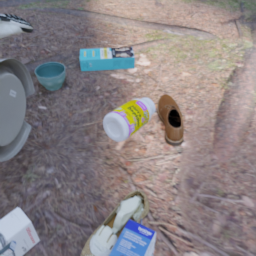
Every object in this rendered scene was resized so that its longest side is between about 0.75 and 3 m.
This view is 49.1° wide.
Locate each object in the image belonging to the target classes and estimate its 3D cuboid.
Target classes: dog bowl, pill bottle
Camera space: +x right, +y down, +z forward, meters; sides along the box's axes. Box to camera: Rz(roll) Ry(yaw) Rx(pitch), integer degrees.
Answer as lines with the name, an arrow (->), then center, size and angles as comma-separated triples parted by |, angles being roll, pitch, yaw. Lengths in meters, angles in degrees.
dog bowl -> -3.752, -0.551, 8.058 | 0.858, 2.927, 2.927 | 8, 45, 6
pill bottle -> 0.106, -0.340, 8.771 | 0.928, 0.928, 1.779 | 28, 41, 26

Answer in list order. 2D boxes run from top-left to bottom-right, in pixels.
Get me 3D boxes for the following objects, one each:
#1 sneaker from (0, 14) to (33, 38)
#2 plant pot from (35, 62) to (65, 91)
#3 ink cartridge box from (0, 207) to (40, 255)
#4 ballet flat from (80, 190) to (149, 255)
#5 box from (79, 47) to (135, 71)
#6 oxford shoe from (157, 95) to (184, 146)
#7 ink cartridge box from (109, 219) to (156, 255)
sneaker -> -4.151, -3.384, 9.422 | 0.721, 0.782, 1.955 | 42, 32, 28
plant pot -> -3.687, -2.413, 13.569 | 1.411, 0.945, 1.411 | 0, 44, 0
ink cartridge box -> -3.377, 3.164, 7.591 | 0.706, 1.204, 1.644 | 34, 53, 30
ballet flat -> -0.399, 2.886, 8.054 | 1.053, 0.975, 2.988 | 24, 49, 23
box -> -1.126, -3.714, 15.085 | 2.874, 0.706, 1.182 | -4, 44, -4
oxford shoe -> 1.836, -0.618, 11.679 | 1.030, 1.030, 2.889 | -5, 42, -3
ink cartridge box -> 0.039, 3.422, 7.114 | 0.838, 1.497, 2.194 | 21, 48, 21
